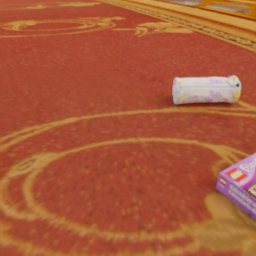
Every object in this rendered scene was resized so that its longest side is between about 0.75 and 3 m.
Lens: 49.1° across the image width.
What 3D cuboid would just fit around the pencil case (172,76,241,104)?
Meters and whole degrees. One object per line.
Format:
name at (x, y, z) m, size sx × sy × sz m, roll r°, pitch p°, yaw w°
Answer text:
pencil case at (2.939, -1.434, 10.671) m, size 2.502 × 1.040 × 1.135 m, roll -2°, pitch 8°, yaw -1°

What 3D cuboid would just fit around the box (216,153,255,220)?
box at (3.959, 1.324, 6.868) m, size 2.963 × 0.579 × 2.028 m, roll -20°, pitch 38°, yaw -28°
